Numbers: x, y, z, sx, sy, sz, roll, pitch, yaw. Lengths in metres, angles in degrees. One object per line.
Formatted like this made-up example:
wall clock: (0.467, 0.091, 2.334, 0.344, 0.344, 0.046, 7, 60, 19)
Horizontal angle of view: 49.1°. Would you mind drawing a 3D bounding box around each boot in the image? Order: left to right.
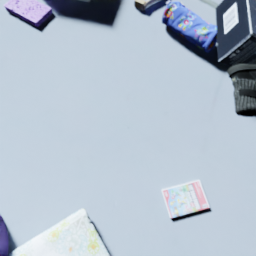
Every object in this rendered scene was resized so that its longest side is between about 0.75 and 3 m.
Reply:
boot: (3.107, -0.850, 6.541, 1.588, 0.598, 1.187, -4, 71, -10)

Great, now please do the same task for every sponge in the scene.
sponge: (-3.589, -4.270, 10.063, 1.555, 0.232, 0.867, 31, 69, 14)

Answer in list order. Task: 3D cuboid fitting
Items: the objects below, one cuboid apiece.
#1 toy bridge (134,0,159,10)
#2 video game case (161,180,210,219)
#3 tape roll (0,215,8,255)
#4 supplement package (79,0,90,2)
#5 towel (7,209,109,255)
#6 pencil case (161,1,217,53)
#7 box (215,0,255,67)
toy bridge: (1.089, -5.260, 10.479, 0.791, 0.320, 2.352, 27, 68, 9)
video game case: (1.484, 1.846, 7.284, 1.061, 0.093, 0.759, -13, 66, -6)
tape roll: (-4.312, 2.805, 6.225, 2.843, 1.208, 2.843, 0, 64, 0)
supplement package: (-2.242, -5.810, 10.243, 2.145, 1.189, 1.670, 14, 66, 6)
towel: (-1.337, 3.442, 6.289, 2.120, 0.596, 2.477, -28, 68, -16)
pencil case: (2.090, -3.398, 9.302, 2.098, 0.819, 0.911, 40, 106, 16)
box: (3.926, -2.843, 8.379, 2.184, 1.377, 2.222, 15, 64, -18)
